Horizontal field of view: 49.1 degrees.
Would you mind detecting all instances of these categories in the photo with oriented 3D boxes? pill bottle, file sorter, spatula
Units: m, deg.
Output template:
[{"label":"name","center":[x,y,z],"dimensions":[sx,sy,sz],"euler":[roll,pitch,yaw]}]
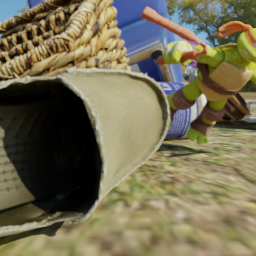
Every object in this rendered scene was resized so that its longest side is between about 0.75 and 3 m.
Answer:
[{"label":"pill bottle","center":[0.399,-0.297,5.133],"dimensions":[1.843,1.067,1.067],"euler":[-3,8,-21]},{"label":"file sorter","center":[4.061,-0.511,8.834],"dimensions":[0.664,0.596,0.957],"euler":[3,7,13]},{"label":"spatula","center":[1.406,-0.953,6.244],"dimensions":[0.600,2.123,0.218],"euler":[3,2,-13]}]

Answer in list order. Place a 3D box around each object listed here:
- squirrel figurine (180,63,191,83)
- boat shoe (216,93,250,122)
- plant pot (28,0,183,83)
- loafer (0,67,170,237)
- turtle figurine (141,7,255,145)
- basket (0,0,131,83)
[{"label":"squirrel figurine","center":[1.181,-1.476,9.025],"dimensions":[2.352,2.195,1.664],"euler":[2,2,-40]},{"label":"boat shoe","center":[2.892,-0.599,8.266],"dimensions":[1.031,1.032,2.931],"euler":[-39,-10,22]},{"label":"plant pot","center":[-0.276,-1.662,6.082],"dimensions":[2.750,2.473,2.751],"euler":[-19,-31,8]},{"label":"loafer","center":[-0.419,0.134,1.944],"dimensions":[0.959,1.081,2.842],"euler":[7,17,37]},{"label":"turtle figurine","center":[1.028,-0.606,3.525],"dimensions":[2.423,0.780,1.954],"euler":[11,-33,-17]},{"label":"basket","center":[-1.414,-0.823,3.699],"dimensions":[2.536,1.889,1.810],"euler":[-12,10,24]}]
